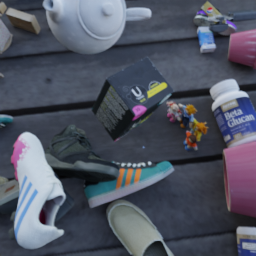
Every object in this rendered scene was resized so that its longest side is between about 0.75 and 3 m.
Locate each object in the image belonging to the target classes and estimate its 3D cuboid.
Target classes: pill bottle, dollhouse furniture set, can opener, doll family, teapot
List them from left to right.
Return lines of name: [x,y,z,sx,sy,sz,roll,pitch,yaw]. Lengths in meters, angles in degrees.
dollhouse furniture set: [-4.277,-3.083,9.754,1.082,1.267,2.445,20,73,9]
teapot: [-0.776,-2.745,6.670,1.550,2.095,2.123,20,70,51]
doll family: [1.933,-0.192,8.847,0.799,1.101,1.774,-26,73,-8]
can opener: [2.604,-2.680,7.042,1.341,0.448,0.358,-11,34,-16]
pill bottle: [3.386,-0.411,8.889,1.173,1.173,2.112,-15,71,-5]
pill bottle: [3.660,3.955,7.272,1.423,1.423,2.562,3,71,1]

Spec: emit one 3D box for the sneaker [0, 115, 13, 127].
sneaker: [-4.462,-0.070,9.169,1.397,0.499,0.558,-8,80,0]

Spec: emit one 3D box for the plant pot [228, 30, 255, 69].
plant pot: [4.147,-2.763,9.668,1.257,1.404,1.404,7,71,18]

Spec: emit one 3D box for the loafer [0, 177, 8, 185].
loafer: [-4.217,1.663,8.626,0.993,0.335,0.377,3,71,1]

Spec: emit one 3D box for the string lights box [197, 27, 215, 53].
string lights box: [2.874,-3.255,10.319,0.481,0.276,0.936,-4,71,-1]

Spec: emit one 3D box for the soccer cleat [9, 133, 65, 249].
soccer cleat: [-1.701,1.098,5.537,1.023,0.828,2.370,-19,60,13]

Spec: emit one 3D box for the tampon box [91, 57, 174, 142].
tampon box: [0.042,-0.673,7.131,1.325,1.768,1.116,-34,83,-27]

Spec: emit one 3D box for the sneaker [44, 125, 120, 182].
sneaker: [-1.334,0.684,8.207,2.786,1.065,1.596,4,63,36]

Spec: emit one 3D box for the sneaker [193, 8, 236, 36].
sneaker: [3.326,-4.068,10.448,1.592,0.553,0.792,23,72,8]

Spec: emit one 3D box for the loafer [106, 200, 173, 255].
loafer: [0.453,3.130,7.802,1.053,0.950,2.783,-42,76,-13]

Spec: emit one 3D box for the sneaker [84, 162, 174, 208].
sneaker: [-0.025,1.406,8.371,2.738,0.977,1.094,-20,77,-5]

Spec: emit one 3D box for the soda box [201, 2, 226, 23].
soda box: [2.542,-3.356,8.317,0.268,0.283,0.837,-43,62,21]

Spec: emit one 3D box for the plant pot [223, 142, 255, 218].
plant pot: [3.953,1.399,7.645,2.457,2.745,2.745,-4,71,15]

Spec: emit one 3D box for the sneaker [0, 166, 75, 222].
sneaker: [-3.045,2.304,8.067,2.833,1.059,1.505,-25,113,14]
